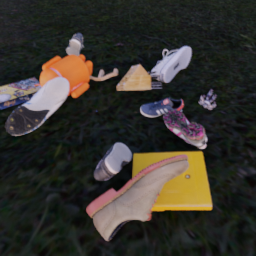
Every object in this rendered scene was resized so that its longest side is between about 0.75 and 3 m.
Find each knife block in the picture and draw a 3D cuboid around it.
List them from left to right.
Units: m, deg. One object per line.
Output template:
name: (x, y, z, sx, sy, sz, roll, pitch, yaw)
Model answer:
knife block: (0.594, -1.842, 12.152, 1.826, 1.603, 0.584, -54, 27, -19)

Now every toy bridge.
toy bridge: (-1.280, -2.494, 13.329, 1.661, 0.226, 0.558, -1, 52, 19)

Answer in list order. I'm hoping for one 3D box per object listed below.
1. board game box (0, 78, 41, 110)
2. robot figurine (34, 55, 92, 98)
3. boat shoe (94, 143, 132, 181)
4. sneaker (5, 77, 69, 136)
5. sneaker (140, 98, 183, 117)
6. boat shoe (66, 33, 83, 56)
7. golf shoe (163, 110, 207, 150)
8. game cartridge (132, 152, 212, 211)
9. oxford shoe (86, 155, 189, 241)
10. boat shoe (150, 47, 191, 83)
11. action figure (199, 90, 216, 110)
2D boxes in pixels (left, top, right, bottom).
board game box: (-4.784, -1.550, 12.284, 1.983, 0.343, 1.343, -23, 43, -26)
robot figurine: (-2.716, -2.188, 12.081, 2.534, 1.823, 1.478, -41, 21, -30)
boat shoe: (-0.453, 0.975, 8.319, 0.608, 0.713, 2.132, -36, 0, 17)
sneaker: (-3.229, -0.729, 10.256, 1.016, 1.024, 2.827, 44, 67, -4)
sneaker: (1.301, -0.848, 10.645, 1.675, 0.708, 0.628, -7, 62, -12)
boat shoe: (-2.780, -4.296, 14.690, 0.780, 2.083, 0.644, 28, 74, -8)
golf shoe: (1.925, 0.073, 9.808, 0.731, 0.928, 2.015, -35, 41, -8)
game cartridge: (1.187, 1.506, 8.115, 2.144, 0.348, 1.890, -3, 43, 7)
oxford shoe: (0.423, 1.741, 7.087, 2.920, 1.029, 1.092, -34, 66, 3)
boat shoe: (2.043, -3.257, 14.054, 1.267, 1.098, 2.972, 20, 51, 31)
action figure: (3.341, -1.144, 11.665, 0.693, 0.370, 1.065, 40, 48, 2)
